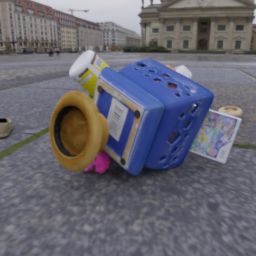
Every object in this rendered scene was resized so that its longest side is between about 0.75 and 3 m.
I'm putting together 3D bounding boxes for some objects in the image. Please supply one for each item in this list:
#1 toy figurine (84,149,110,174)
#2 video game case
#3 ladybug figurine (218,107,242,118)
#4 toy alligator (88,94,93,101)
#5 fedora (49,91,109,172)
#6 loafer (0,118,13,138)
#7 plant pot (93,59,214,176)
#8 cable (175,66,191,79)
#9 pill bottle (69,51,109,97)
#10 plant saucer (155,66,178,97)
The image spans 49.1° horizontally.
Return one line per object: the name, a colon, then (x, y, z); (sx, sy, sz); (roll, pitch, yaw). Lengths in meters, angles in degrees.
toy figurine: (-1.150, 0.905, 8.698); (1.466, 1.100, 1.349); (-26, 33, -8)
video game case: (2.210, 0.092, 8.681); (2.055, 1.471, 0.185); (19, 22, 17)
ladybug figurine: (4.990, -0.657, 13.756); (1.068, 0.566, 1.574); (14, 21, 33)
toy alligator: (-1.350, -1.203, 11.433); (1.691, 0.406, 0.560); (-26, 54, 5)
fedora: (-1.180, 0.091, 7.247); (2.187, 2.187, 0.892); (18, 11, 43)
loafer: (-5.379, -0.137, 12.021); (0.756, 0.671, 1.988); (-6, 19, -19)
plant pot: (0.401, -0.338, 8.229); (2.408, 2.679, 2.678); (-13, 42, -42)
cable: (1.868, -1.857, 12.456); (2.063, 0.714, 2.064); (-52, 14, -20)
pill bottle: (-0.969, -1.661, 10.202); (2.192, 1.198, 1.198); (41, -2, -29)
plant saucer: (1.320, -1.037, 10.148); (0.442, 2.363, 2.363); (21, 27, 32)
